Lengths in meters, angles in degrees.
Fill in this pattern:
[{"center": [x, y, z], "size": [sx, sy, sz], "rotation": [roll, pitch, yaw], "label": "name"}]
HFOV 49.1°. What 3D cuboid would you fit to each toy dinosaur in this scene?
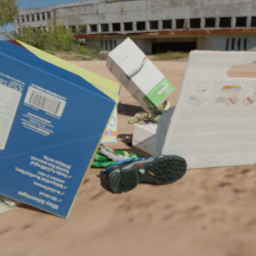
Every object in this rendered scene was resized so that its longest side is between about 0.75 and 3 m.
[{"center": [0.949, -0.274, 6.816], "size": [2.095, 0.497, 0.923], "rotation": [5, -5, 16], "label": "toy dinosaur"}]

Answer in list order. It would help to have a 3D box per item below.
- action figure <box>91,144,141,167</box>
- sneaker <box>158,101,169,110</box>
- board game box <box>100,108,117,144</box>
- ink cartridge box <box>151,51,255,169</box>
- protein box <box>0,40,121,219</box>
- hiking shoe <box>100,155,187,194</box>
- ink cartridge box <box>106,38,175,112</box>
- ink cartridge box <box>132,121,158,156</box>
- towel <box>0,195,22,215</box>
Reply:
[{"center": [-0.557, 0.624, 6.207], "size": [1.697, 0.464, 1.003], "rotation": [3, 6, -5], "label": "action figure"}, {"center": [1.047, -0.584, 9.293], "size": [0.410, 0.968, 0.360], "rotation": [32, -28, -5], "label": "sneaker"}, {"center": [-1.250, -0.267, 7.175], "size": [1.143, 1.123, 2.180], "rotation": [-3, 6, -28], "label": "board game box"}, {"center": [1.785, -0.304, 5.288], "size": [2.275, 2.842, 0.672], "rotation": [-2, 45, -9], "label": "ink cartridge box"}, {"center": [-1.422, -0.046, 4.509], "size": [2.005, 2.019, 1.362], "rotation": [23, 18, -6], "label": "protein box"}, {"center": [0.338, 0.751, 5.435], "size": [1.655, 0.616, 0.718], "rotation": [-6, 19, -19], "label": "hiking shoe"}, {"center": [0.363, -1.826, 10.105], "size": [1.001, 2.381, 1.738], "rotation": [-43, 3, -6], "label": "ink cartridge box"}, {"center": [0.959, 0.201, 7.223], "size": [1.409, 0.594, 1.029], "rotation": [-13, 26, -41], "label": "ink cartridge box"}, {"center": [-2.149, 0.791, 5.069], "size": [1.401, 0.251, 1.455], "rotation": [35, 31, 19], "label": "towel"}]
